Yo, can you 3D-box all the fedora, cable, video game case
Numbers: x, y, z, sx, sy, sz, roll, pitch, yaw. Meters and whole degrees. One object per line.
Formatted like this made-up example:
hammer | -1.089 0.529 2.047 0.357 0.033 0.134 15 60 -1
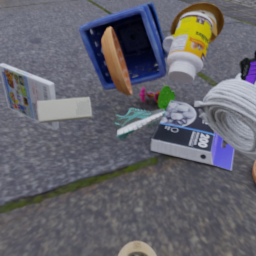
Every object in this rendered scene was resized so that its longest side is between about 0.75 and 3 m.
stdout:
fedora | 2.819 -3.864 11.194 2.187 2.187 0.892 -3 55 -3
cable | 2.601 -0.131 6.247 0.714 2.063 2.064 -41 91 -9
video game case | -2.875 -0.903 8.111 2.055 1.471 0.185 22 40 24

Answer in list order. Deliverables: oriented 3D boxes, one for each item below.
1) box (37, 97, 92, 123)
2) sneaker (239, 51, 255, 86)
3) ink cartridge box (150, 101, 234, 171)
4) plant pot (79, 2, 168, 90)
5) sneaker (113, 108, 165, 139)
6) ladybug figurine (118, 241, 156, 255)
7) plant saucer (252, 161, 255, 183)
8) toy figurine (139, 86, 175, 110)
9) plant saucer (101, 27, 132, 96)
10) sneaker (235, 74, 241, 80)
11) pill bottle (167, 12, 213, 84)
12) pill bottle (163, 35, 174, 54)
box | -1.597 -0.441 7.042 1.289 0.530 0.441 -5 -3 -17
sneaker | 3.765 -1.729 8.803 0.845 1.700 0.591 38 0 -1
ink cartridge box | 2.680 0.133 10.829 2.945 0.639 2.918 14 39 15
plant pot | 0.070 -3.364 11.149 2.678 2.679 2.408 -9 30 24
sneaker | 0.261 -0.267 6.936 1.391 0.540 0.635 -22 72 -18
ladybug figurine | 0.230 3.423 6.570 1.068 0.566 1.574 1 33 0
plant saucer | 5.268 1.698 9.007 2.417 0.390 2.417 1 38 -1
toy figurine | 1.214 -1.485 12.796 1.349 1.100 1.466 17 18 34
plant saucer | -0.401 -2.215 9.624 0.442 2.363 2.363 -15 37 8
sneaker | 4.221 -1.422 10.257 2.167 0.791 0.767 -42 26 -26
pill bottle | 2.053 -2.662 9.476 1.198 1.198 2.192 13 76 17
pill bottle | 1.836 -3.218 10.592 0.626 0.626 1.146 24 37 27
